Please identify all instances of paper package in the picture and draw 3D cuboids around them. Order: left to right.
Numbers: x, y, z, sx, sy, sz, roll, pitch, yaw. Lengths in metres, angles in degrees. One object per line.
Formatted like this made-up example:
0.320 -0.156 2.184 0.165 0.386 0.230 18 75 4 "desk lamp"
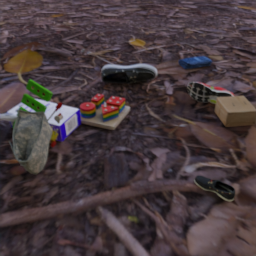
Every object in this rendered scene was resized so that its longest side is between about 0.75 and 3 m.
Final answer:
4.027 -0.632 10.550 1.186 0.644 1.244 -3 32 -5 "paper package"

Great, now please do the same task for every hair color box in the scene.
-2.984 -0.337 10.029 2.256 0.731 1.233 15 37 19 "hair color box"

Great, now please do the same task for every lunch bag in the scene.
-2.704 0.457 7.777 0.886 1.236 1.507 4 65 -2 "lunch bag"

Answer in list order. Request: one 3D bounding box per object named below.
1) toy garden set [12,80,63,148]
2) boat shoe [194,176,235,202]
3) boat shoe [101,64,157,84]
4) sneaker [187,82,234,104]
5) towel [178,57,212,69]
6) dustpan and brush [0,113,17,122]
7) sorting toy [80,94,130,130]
-2.716 -0.384 8.934 1.531 1.837 0.367 32 25 4 "toy garden set"
2.313 1.534 7.500 1.129 0.354 0.413 25 41 35 "boat shoe"
0.028 -2.452 13.274 2.671 0.917 0.756 2 53 6 "boat shoe"
3.498 -1.455 11.883 2.018 0.777 0.857 22 30 16 "sneaker"
3.669 -3.623 15.372 1.655 0.402 0.924 -12 34 -18 "towel"
-4.921 -0.253 9.800 2.836 0.811 1.979 6 33 9 "dustpan and brush"
-0.977 -0.703 10.662 1.646 0.573 1.636 12 34 18 "sorting toy"
